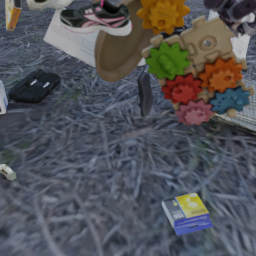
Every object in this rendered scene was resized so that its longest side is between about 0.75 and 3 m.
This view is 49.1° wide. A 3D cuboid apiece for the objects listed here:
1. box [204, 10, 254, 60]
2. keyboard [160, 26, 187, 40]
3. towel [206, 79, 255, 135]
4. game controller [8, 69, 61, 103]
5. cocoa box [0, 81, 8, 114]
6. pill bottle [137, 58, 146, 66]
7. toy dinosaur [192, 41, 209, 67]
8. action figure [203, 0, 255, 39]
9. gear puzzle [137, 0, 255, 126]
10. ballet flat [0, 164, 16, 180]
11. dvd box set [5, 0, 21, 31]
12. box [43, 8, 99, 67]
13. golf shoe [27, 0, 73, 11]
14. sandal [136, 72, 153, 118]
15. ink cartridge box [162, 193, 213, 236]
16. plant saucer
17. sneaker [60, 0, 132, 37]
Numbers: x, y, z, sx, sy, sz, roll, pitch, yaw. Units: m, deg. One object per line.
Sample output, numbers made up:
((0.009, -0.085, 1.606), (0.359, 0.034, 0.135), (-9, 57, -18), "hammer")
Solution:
((3.079, -2.902, 8.559), (0.956, 1.462, 1.455), (17, 13, 32), "box")
((1.758, -3.070, 9.446), (1.335, 0.802, 0.171), (-4, 7, 9), "keyboard")
((3.682, -0.880, 9.076), (2.344, 0.420, 2.434), (20, 49, 2), "towel")
((-3.704, -1.704, 11.320), (1.298, 0.524, 2.488), (18, 35, 1), "game controller")
((-5.022, -1.002, 9.690), (1.382, 0.921, 0.907), (-7, 34, -11), "cocoa box")
((0.630, -3.825, 14.088), (0.906, 0.906, 1.633), (3, 33, 5), "pill bottle")
((1.577, -1.634, 6.035), (2.107, 0.500, 0.929), (-12, 77, -34), "toy dinosaur")
((0.785, -0.902, 2.084), (0.526, 0.280, 0.808), (43, 25, 1), "action figure")
((1.135, -1.026, 4.735), (1.546, 2.985, 0.391), (-18, 45, 24), "gear puzzle")
((-3.099, 1.058, 7.120), (0.783, 0.249, 0.264), (25, 39, 34), "ballet flat")
((-3.227, -3.495, 7.847), (0.208, 1.034, 1.414), (-1, -6, -31), "dvd box set")
((-1.617, -3.015, 9.267), (1.770, 1.163, 1.779), (26, 15, -14), "box")
((-2.082, -3.541, 7.658), (1.331, 0.521, 0.647), (-23, 15, -16), "golf shoe")
((0.370, -0.801, 6.718), (0.260, 1.214, 0.462), (18, 44, 28), "sandal")
((1.262, 1.818, 6.007), (0.830, 0.197, 0.840), (-9, 32, -14), "ink cartridge box")
((-0.052, -2.315, 7.287), (0.355, 2.413, 2.413), (38, 46, 19), "plant saucer")
((-0.580, -2.072, 5.052), (1.315, 0.568, 0.528), (3, 57, 1), "sneaker")
